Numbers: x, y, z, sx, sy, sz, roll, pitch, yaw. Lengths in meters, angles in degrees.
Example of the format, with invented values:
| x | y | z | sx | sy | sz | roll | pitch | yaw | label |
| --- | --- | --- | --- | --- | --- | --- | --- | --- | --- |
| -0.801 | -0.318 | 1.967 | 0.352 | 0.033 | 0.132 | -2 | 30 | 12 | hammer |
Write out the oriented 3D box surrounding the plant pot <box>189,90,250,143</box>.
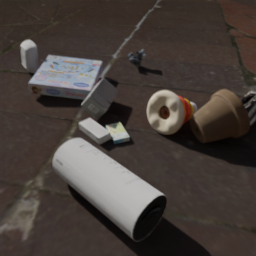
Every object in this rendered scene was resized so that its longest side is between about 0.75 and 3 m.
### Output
| x | y | z | sx | sy | sz | roll | pitch | yaw | label |
| --- | --- | --- | --- | --- | --- | --- | --- | --- | --- |
| 2.737 | -0.235 | 8.827 | 1.387 | 1.590 | 1.590 | -25 | 40 | -7 | plant pot |

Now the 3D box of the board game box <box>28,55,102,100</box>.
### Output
| x | y | z | sx | sy | sz | roll | pitch | yaw | label |
| --- | --- | --- | --- | --- | --- | --- | --- | --- | --- |
| -2.556 | -2.202 | 11.968 | 2.526 | 0.520 | 2.520 | 7 | 41 | 3 | board game box |

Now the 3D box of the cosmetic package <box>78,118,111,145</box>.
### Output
| x | y | z | sx | sy | sz | roll | pitch | yaw | label |
| --- | --- | --- | --- | --- | --- | --- | --- | --- | --- |
| -1.108 | 0.101 | 9.210 | 0.478 | 0.293 | 1.158 | -28 | 43 | -31 | cosmetic package |

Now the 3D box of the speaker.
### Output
| x | y | z | sx | sy | sz | roll | pitch | yaw | label |
| --- | --- | --- | --- | --- | --- | --- | --- | --- | --- |
| -0.515 | 1.339 | 6.676 | 2.889 | 1.173 | 1.173 | 29 | 44 | 34 | speaker |

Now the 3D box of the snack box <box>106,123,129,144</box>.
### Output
| x | y | z | sx | sy | sz | roll | pitch | yaw | label |
| --- | --- | --- | --- | --- | --- | --- | --- | --- | --- |
| -0.359 | 0.163 | 9.234 | 0.525 | 0.168 | 0.903 | -12 | 37 | -17 | snack box |

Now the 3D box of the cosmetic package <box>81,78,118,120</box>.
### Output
| x | y | z | sx | sy | sz | roll | pitch | yaw | label |
| --- | --- | --- | --- | --- | --- | --- | --- | --- | --- |
| -1.019 | -1.108 | 10.348 | 0.832 | 0.702 | 1.557 | 39 | 38 | -14 | cosmetic package |

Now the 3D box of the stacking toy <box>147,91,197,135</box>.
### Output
| x | y | z | sx | sy | sz | roll | pitch | yaw | label |
| --- | --- | --- | --- | --- | --- | --- | --- | --- | --- |
| 1.728 | -0.605 | 9.670 | 1.439 | 1.439 | 1.969 | 29 | 27 | 35 | stacking toy |

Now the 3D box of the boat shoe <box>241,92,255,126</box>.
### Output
| x | y | z | sx | sy | sz | roll | pitch | yaw | label |
| --- | --- | --- | --- | --- | --- | --- | --- | --- | --- |
| 4.271 | -0.849 | 9.895 | 0.762 | 0.894 | 2.673 | 49 | 48 | -1 | boat shoe |

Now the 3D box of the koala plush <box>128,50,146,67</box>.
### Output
| x | y | z | sx | sy | sz | roll | pitch | yaw | label |
| --- | --- | --- | --- | --- | --- | --- | --- | --- | --- |
| 0.529 | -3.441 | 13.655 | 0.802 | 0.737 | 0.711 | -38 | 36 | 22 | koala plush |

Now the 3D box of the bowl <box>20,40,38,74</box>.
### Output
| x | y | z | sx | sy | sz | roll | pitch | yaw | label |
| --- | --- | --- | --- | --- | --- | --- | --- | --- | --- |
| -4.629 | -3.295 | 13.029 | 0.515 | 1.378 | 1.380 | -14 | 37 | -31 | bowl |
